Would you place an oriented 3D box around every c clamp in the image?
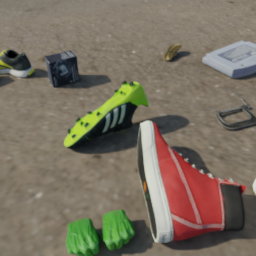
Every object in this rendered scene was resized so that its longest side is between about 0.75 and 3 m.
[{"bbox_3d":[3.273,-0.421,8.620,1.477,0.200,1.262,-17,48,-21],"label":"c clamp"}]

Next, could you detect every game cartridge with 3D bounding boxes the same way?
[{"bbox_3d":[4.447,-2.733,11.115,2.569,0.534,1.711,-25,50,-26],"label":"game cartridge"}]

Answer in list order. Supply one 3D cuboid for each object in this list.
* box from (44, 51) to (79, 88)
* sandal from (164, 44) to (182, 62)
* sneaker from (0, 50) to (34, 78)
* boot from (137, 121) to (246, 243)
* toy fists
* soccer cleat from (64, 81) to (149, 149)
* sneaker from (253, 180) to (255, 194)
[{"bbox_3d":[-2.327,-2.083,9.926,1.007,0.990,0.591,-20,45,-21],"label":"box"},{"bbox_3d":[1.846,-3.119,11.718,0.480,0.323,1.195,18,58,28],"label":"sandal"},{"bbox_3d":[-4.583,-2.551,10.534,2.172,0.919,0.809,9,40,11],"label":"sneaker"},{"bbox_3d":[1.352,0.982,6.319,2.115,1.061,2.931,-6,49,-7],"label":"boot"},{"bbox_3d":[-0.537,2.092,5.430,1.322,0.455,0.674,-11,34,-10],"label":"toy fists"},{"bbox_3d":[-0.526,-0.186,7.712,2.674,1.084,0.903,-40,30,-9],"label":"soccer cleat"},{"bbox_3d":[3.599,1.680,5.347,0.983,1.143,2.700,-22,47,-21],"label":"sneaker"}]
